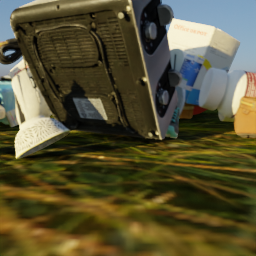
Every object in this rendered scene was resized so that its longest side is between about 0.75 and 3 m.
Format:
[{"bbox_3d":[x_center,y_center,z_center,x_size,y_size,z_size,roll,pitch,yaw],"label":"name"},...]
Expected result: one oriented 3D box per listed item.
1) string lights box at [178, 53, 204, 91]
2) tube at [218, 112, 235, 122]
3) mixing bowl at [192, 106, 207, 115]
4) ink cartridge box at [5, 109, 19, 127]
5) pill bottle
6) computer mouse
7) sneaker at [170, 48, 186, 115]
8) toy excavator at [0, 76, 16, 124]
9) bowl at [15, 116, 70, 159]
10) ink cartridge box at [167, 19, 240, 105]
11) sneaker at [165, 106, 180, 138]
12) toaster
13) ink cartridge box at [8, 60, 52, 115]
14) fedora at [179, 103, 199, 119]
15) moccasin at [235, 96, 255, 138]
[{"bbox_3d":[1.407,-1.286,6.464,0.228,0.775,0.398,8,20,-37],"label":"string lights box"},{"bbox_3d":[4.298,-0.457,8.791,2.738,0.711,0.794,3,45,-2],"label":"tube"},{"bbox_3d":[2.593,-1.565,12.119,2.795,1.514,2.795,21,32,-14],"label":"mixing bowl"},{"bbox_3d":[-2.886,-0.366,7.647,0.809,0.420,0.240,-25,14,-25],"label":"ink cartridge box"},{"bbox_3d":[2.876,-0.721,6.685,2.125,1.164,1.164,14,7,0],"label":"pill bottle"},{"bbox_3d":[-1.990,-0.830,5.907,0.467,2.129,1.167,21,36,35],"label":"computer mouse"},{"bbox_3d":[1.394,-1.165,8.196,0.800,2.191,0.776,11,0,25],"label":"sneaker"},{"bbox_3d":[-3.622,-0.609,7.624,2.761,1.418,2.840,-8,19,-45],"label":"toy excavator"},{"bbox_3d":[-1.206,0.069,3.753,0.778,0.365,0.778,-28,0,0],"label":"bowl"},{"bbox_3d":[2.185,-2.113,9.278,1.685,2.329,1.715,3,23,-43],"label":"ink cartridge box"},{"bbox_3d":[0.822,-0.211,5.854,0.571,0.671,1.472,18,9,0],"label":"sneaker"},{"bbox_3d":[-0.516,-1.173,5.066,2.734,2.472,1.622,4,39,29],"label":"toaster"},{"bbox_3d":[-2.424,-1.421,8.281,1.193,1.621,1.172,-37,22,4],"label":"ink cartridge box"},{"bbox_3d":[1.918,-0.632,10.095,1.497,0.610,1.497,1,8,0],"label":"fedora"},{"bbox_3d":[2.939,-0.304,4.603,1.004,1.060,2.746,-3,4,-17],"label":"moccasin"}]
